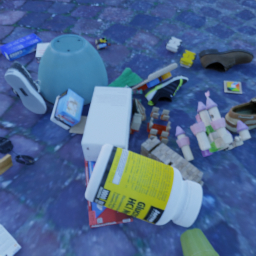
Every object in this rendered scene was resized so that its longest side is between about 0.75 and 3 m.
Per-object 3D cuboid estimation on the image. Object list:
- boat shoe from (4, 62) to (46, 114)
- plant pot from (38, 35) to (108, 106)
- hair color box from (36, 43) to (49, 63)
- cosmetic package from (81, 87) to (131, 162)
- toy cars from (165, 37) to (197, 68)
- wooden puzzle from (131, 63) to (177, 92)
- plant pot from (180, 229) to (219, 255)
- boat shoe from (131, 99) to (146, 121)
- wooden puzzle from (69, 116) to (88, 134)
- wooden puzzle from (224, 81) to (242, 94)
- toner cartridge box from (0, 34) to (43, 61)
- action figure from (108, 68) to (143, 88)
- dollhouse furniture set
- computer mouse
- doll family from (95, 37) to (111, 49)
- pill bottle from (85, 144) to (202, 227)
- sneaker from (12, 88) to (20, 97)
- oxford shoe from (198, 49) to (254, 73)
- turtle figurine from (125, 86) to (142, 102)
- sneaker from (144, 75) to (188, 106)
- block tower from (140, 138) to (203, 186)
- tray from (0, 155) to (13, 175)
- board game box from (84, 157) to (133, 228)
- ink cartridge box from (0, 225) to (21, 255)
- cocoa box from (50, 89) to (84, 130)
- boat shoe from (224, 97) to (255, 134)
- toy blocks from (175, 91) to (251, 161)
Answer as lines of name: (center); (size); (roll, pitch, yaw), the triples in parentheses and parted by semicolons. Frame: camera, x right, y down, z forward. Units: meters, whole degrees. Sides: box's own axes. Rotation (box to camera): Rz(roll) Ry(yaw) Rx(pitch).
boat shoe: (-3.596, -1.409, 10.146); (0.830, 2.248, 0.768); (-5, 53, 19)
plant pot: (-2.286, -2.547, 11.306); (2.907, 1.958, 2.907); (2, 48, -2)
hair color box: (-4.013, -3.573, 13.333); (0.620, 0.357, 1.118); (-5, 47, -5)
cosmetic package: (-0.644, -0.180, 9.668); (1.411, 1.027, 2.775); (3, 49, 4)
toy cars: (2.412, -3.466, 13.121); (1.149, 0.567, 2.562); (-5, 43, -24)
wooden puzzle: (1.051, -1.884, 11.163); (1.516, 1.637, 0.379); (-29, 91, -27)
plant pot: (1.766, 3.134, 7.136); (0.996, 0.996, 0.946); (-9, 38, -8)
boat shoe: (0.423, -0.649, 10.758); (0.431, 0.441, 1.167); (12, 41, -19)
wooden puzzle: (-1.653, -0.087, 10.394); (0.900, 0.168, 0.832); (4, 50, 6)
wooden puzzle: (4.436, -1.738, 11.860); (0.704, 0.142, 0.761); (6, 49, 6)
toner cartridge box: (-5.155, -3.937, 13.623); (1.821, 0.393, 0.865); (-33, 58, -25)
action figure: (-0.345, -1.737, 11.648); (1.709, 0.467, 1.010); (-39, 60, -21)
dollhouse furniture set: (0.808, -0.009, 10.119); (1.403, 0.730, 1.418); (13, 49, -4)
computer mouse: (-3.943, 0.839, 9.516); (1.875, 0.319, 0.550); (28, 37, 19)
doll family: (-1.237, -4.173, 13.856); (0.621, 0.421, 1.074); (-9, 54, -14)
pill bottle: (0.427, 1.649, 7.686); (2.896, 1.628, 1.628); (20, 50, -2)
sneaker: (-4.179, -1.469, 11.323); (0.828, 0.599, 1.694); (-28, 54, -20)
oxford shoe: (4.445, -2.916, 12.555); (2.467, 0.896, 1.041); (-4, 67, -2)
turtle figurine: (-0.060, -1.299, 11.113); (1.171, 0.877, 0.590); (4, 31, -7)
sneaker: (1.613, -1.432, 11.377); (2.122, 0.761, 0.879); (-24, 78, -19)
block tower: (1.383, 1.177, 8.985); (0.593, 0.634, 2.194); (-36, 59, -27)
tray: (-4.022, 1.232, 8.896); (0.151, 0.403, 0.817); (11, 29, 16)
board game box: (-0.661, 1.806, 8.686); (1.241, 0.234, 2.411); (-7, 49, -7)
ink cartridge box: (-3.502, 3.254, 7.427); (0.987, 0.214, 0.969); (34, 57, 24)
cocoa box: (-2.217, -0.686, 10.280); (0.762, 0.775, 1.162); (-28, 41, 32)
boat shoe: (4.783, -0.594, 10.198); (2.673, 0.987, 1.011); (-18, 46, -12)
toy blocks: (2.628, -0.077, 9.020); (1.971, 1.842, 1.659); (-13, 72, -13)
